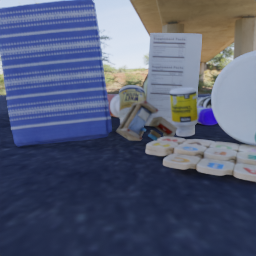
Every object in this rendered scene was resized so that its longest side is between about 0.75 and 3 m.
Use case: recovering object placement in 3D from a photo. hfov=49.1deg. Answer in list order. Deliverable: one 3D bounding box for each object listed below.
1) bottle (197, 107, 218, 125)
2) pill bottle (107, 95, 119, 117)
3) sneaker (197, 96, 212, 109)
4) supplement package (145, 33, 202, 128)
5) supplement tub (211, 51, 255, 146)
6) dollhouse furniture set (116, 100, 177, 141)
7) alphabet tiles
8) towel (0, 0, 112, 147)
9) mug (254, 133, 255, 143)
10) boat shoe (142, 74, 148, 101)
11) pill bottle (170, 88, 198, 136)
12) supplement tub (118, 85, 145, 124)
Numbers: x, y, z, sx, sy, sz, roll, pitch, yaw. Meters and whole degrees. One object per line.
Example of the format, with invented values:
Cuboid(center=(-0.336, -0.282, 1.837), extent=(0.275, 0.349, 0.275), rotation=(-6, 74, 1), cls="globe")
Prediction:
Cuboid(center=(2.479, -0.453, 9.659), extent=(0.693, 0.542, 1.660), rotation=(-1, 8, -10), cls="bottle")
Cuboid(center=(-0.491, -0.900, 11.429), extent=(0.909, 0.909, 1.620), rotation=(-5, 10, -33), cls="pill bottle")
Cuboid(center=(4.164, -1.217, 12.991), extent=(2.866, 1.081, 1.649), rotation=(-7, 13, -28), cls="sneaker")
Cuboid(center=(1.373, -1.452, 8.758), extent=(1.480, 2.702, 1.537), rotation=(4, 10, 7), cls="supplement package")
Cuboid(center=(2.700, -0.601, 5.655), extent=(1.762, 1.762, 2.431), rotation=(4, 9, 27), cls="supplement tub")
Cuboid(center=(0.456, 0.038, 5.925), extent=(1.053, 0.742, 0.738), rotation=(34, -11, -15), cls="dollhouse furniture set")
Cuboid(center=(1.569, 0.409, 4.665), extent=(2.388, 0.174, 2.336), rotation=(7, 9, 24), cls="alphabet tiles")
Cuboid(center=(-1.493, -1.097, 5.744), extent=(2.047, 2.827, 0.337), rotation=(-7, 3, -2), cls="towel")
Cuboid(center=(2.496, -0.308, 3.153), extent=(1.748, 2.128, 1.316), rotation=(11, 39, 23), cls="mug")
Cuboid(center=(0.859, -1.211, 10.632), extent=(0.788, 2.069, 0.741), rotation=(14, -22, 12), cls="boat shoe")
Cuboid(center=(1.297, -0.371, 6.478), extent=(0.596, 1.063, 0.596), rotation=(-6, 14, 2), cls="pill bottle")
Cuboid(center=(0.113, -0.623, 8.316), extent=(0.794, 1.100, 0.794), rotation=(0, -23, 0), cls="supplement tub")
